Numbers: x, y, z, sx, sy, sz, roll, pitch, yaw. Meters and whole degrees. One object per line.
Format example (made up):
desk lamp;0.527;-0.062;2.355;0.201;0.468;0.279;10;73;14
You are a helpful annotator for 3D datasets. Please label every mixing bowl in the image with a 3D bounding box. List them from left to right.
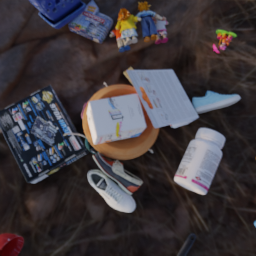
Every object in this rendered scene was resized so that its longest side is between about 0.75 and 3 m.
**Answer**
mixing bowl;-3.647;3.495;8.181;0.549;1.013;1.013;24;77;22

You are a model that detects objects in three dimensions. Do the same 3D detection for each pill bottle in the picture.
pill bottle;2.259;1.015;8.702;1.052;1.052;1.855;26;77;6

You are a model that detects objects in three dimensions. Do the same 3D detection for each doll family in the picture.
doll family;0.408;-3.699;9.905;2.235;1.007;1.387;-12;76;-3

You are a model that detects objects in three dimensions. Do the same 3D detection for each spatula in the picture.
spatula;1.361;4.184;8.325;0.667;0.242;2.359;32;78;7

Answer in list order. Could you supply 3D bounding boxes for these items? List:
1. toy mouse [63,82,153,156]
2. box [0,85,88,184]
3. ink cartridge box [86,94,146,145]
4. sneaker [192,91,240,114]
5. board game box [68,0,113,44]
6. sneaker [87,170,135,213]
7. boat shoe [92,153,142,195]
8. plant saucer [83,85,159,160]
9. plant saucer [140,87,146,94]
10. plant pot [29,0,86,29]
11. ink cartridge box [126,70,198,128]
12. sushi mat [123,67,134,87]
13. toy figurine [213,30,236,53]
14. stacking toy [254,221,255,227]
toy mouse;-0.863;-0.044;9.102;2.478;0.540;2.788;-19;79;-12
box;-2.825;0.184;9.138;2.070;0.599;2.604;-30;78;-7
ink cartridge box;-0.376;-0.225;7.968;1.416;1.042;1.024;-11;77;-14
sneaker;2.946;-0.987;9.440;1.623;0.600;0.665;-14;81;-4
board game box;-1.280;-3.945;10.278;1.327;0.409;1.326;24;78;6
sneaker;-0.546;1.979;8.637;1.808;0.728;0.691;37;77;7
boat shoe;-0.326;1.321;8.604;0.560;0.637;1.789;-44;105;7
plant saucer;-0.178;-0.245;8.753;2.455;0.459;2.455;2;77;-9
plant saucer;0.734;-1.418;9.583;0.901;0.145;0.901;9;53;-12
plant pot;-2.530;-4.536;9.719;1.642;1.477;1.642;-40;53;-10
ink cartridge box;0.992;-0.891;8.734;2.394;0.683;1.946;-15;74;-42
sushi mat;0.187;-1.768;9.918;0.376;0.048;0.786;-35;79;-8
toy figurine;3.354;-3.007;9.960;0.776;0.582;0.714;25;93;45
stacking toy;4.990;2.379;8.444;1.316;1.245;2.268;35;66;11
